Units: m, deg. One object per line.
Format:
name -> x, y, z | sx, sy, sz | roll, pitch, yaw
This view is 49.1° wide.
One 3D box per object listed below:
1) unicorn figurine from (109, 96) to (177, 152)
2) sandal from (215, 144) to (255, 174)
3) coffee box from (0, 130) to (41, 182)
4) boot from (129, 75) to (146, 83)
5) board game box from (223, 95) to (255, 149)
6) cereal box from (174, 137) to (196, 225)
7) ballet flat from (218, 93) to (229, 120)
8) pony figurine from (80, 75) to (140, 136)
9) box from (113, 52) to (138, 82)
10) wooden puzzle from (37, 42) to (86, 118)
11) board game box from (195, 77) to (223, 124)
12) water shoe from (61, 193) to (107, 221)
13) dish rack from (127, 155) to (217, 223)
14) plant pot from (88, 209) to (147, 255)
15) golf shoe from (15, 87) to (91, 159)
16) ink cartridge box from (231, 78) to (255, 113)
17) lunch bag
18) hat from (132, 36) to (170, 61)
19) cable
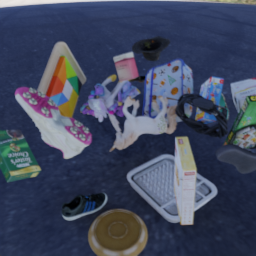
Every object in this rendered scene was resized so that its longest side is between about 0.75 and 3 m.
unicorn figurine -> 0.428, -0.167, 9.973 | 2.683, 1.843, 0.991 | -4, -11, 16
sandal -> 3.180, 0.788, 7.844 | 2.045, 0.778, 0.438 | 27, 41, -39
coffee box -> -3.850, 0.882, 9.466 | 1.144, 0.409, 1.861 | -2, 52, -53
boot -> 0.395, -2.606, 14.396 | 1.168, 0.436, 0.566 | 2, -2, -23
board game box -> 3.838, -0.093, 8.473 | 1.316, 2.512, 0.295 | -4, 54, -3
cereal box -> 1.608, 1.517, 8.102 | 0.414, 2.094, 1.507 | -3, 31, 4
ballet flat -> 4.091, -0.889, 12.236 | 0.505, 1.336, 0.427 | -10, 11, 13
pony figurine -> -0.728, -0.975, 11.144 | 2.368, 1.972, 2.286 | -42, 45, 1
box -> -0.072, -2.115, 9.745 | 0.563, 0.880, 0.480 | -7, 16, 33
wooden puzzle -> -2.590, -1.477, 11.247 | 0.541, 2.687, 2.904 | 10, 67, 18
board game box -> 2.742, -0.887, 9.597 | 0.397, 1.391, 1.420 | 12, -4, 2
water shoe -> -1.483, 2.634, 9.779 | 1.710, 0.675, 0.611 | -22, 40, -29
dish rack -> 1.558, 2.232, 10.446 | 2.395, 0.608, 2.791 | -23, 41, -29
plant pot -> -0.331, 3.363, 9.083 | 1.933, 0.266, 1.933 | 0, 34, 0
golf shoe -> -2.572, -0.097, 8.981 | 2.830, 1.295, 1.066 | 41, 27, -3
ink cartridge box -> 4.831, -1.145, 10.442 | 1.577, 0.896, 2.164 | -12, 21, 17
lunch bag -> 1.546, -1.376, 11.492 | 2.121, 1.000, 2.646 | -10, 62, 37
hat -> 1.007, -3.288, 12.027 | 1.759, 0.710, 1.759 | -10, 36, 7
cable -> 2.382, -0.383, 9.123 | 1.942, 1.585, 0.493 | 19, 59, 44
